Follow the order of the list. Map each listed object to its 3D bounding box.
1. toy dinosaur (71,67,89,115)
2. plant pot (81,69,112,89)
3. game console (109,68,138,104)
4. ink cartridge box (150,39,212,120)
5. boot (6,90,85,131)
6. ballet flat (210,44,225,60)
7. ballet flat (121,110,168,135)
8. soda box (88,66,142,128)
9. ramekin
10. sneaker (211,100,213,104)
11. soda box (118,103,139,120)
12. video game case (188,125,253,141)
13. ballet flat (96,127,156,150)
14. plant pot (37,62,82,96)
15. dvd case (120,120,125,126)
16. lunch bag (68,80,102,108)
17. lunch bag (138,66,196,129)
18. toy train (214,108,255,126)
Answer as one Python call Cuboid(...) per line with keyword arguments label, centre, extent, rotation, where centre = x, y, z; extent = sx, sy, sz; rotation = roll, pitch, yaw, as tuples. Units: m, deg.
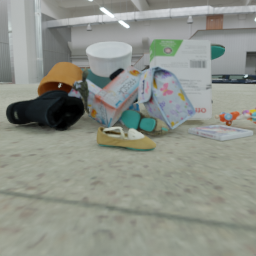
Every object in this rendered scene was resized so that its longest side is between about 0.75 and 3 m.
Cuboid(label="toy dinosaur", centre=(-1.494, -1.130, 9.250), extent=(0.404, 1.701, 0.750), rotation=(-23, 25, -39))
Cuboid(label="plant pot", centre=(-1.260, -2.079, 14.352), extent=(2.687, 1.899, 1.898), rotation=(3, 11, 15))
Cuboid(label="game console", centre=(0.143, -1.755, 11.103), extent=(2.248, 1.326, 0.271), rotation=(29, 25, -54))
Cuboid(label="ink cartridge box", centre=(1.763, -1.582, 9.698), extent=(1.953, 2.674, 1.127), rotation=(0, -1, -5))
Cuboid(label="boot", centre=(-2.235, -0.633, 9.222), extent=(2.280, 1.036, 2.713), rotation=(5, 17, 34))
Cuboid(label="ballet flat", centre=(2.547, -2.989, 11.051), extent=(2.405, 0.811, 0.766), rotation=(-14, 55, 4))
Cuboid(label="ballet flat", centre=(0.486, -0.105, 8.082), extent=(0.682, 0.614, 1.811), rotation=(18, 1, -34))
Cuboid(label="soda box", centre=(-0.244, -1.094, 9.261), extent=(0.817, 0.879, 2.570), rotation=(32, 42, 8))
Cuboid(label="ramekin", centre=(-0.782, -2.968, 12.124), extent=(1.955, 0.953, 1.955), rotation=(-2, 35, 1))
Cuboid(label="sneaker", centre=(3.054, -0.951, 11.700), extent=(0.623, 0.522, 1.374), rotation=(-37, -13, -3))
Cuboid(label="soda box", centre=(-0.292, -0.575, 10.203), extent=(1.560, 0.500, 0.529), rotation=(-13, 7, -44))
Cuboid(label="video game case", centre=(2.575, 0.109, 7.835), extent=(1.304, 0.150, 1.188), rotation=(-7, 13, -32))
Cuboid(label="ballet flat", centre=(-0.077, 0.220, 6.403), extent=(1.453, 0.458, 0.499), rotation=(3, 18, 18))
Cuboid(label="plant pot", centre=(-2.700, -1.859, 12.036), extent=(2.004, 1.403, 2.004), rotation=(6, -31, 4))
Cuboid(label="dvd case", centre=(0.089, -0.197, 9.585), extent=(0.618, 0.076, 0.867), rotation=(-3, 11, -11))
Cuboid(label="lunch bag", centre=(-1.388, -1.146, 10.254), extent=(1.242, 0.790, 1.053), rotation=(32, 20, 4))
Cuboid(label="lunch bag", centre=(0.933, -0.912, 8.184), extent=(1.106, 1.740, 1.475), rotation=(-30, 10, -9))
Cuboid(label="toy train", centre=(3.515, -0.240, 8.411), extent=(1.417, 0.525, 1.887), rotation=(-11, 6, 1))
